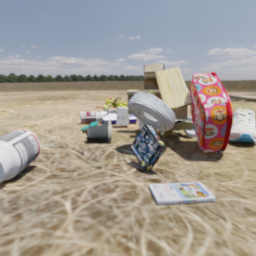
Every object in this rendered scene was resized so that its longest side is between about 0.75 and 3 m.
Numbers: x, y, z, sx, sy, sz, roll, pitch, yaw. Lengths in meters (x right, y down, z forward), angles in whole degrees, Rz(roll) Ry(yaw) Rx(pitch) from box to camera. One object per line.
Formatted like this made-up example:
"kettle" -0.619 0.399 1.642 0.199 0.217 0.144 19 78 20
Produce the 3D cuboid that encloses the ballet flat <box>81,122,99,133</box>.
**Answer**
"ballet flat" -1.738 -0.016 12.915 0.885 0.313 0.313 -24 13 -5

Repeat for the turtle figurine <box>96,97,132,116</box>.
"turtle figurine" -0.504 -1.357 16.337 2.070 0.827 2.567 16 15 24

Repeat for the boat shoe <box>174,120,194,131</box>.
"boat shoe" 2.506 -0.166 12.222 0.468 0.497 1.385 -41 19 -28

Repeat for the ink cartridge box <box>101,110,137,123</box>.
"ink cartridge box" -0.526 -0.591 16.009 1.981 0.434 2.000 -2 18 -9

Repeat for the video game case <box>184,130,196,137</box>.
"video game case" 3.287 0.177 12.864 1.262 0.159 1.762 1 11 5

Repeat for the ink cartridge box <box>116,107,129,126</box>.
"ink cartridge box" -0.272 -0.585 14.402 0.649 0.897 0.661 5 6 -3

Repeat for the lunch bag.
"lunch bag" 2.772 -0.428 9.813 1.076 2.313 2.626 -4 42 4

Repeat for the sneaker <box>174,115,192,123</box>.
"sneaker" 2.659 -0.463 13.892 1.797 0.636 0.656 7 10 22

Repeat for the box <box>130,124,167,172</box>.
"box" 0.538 0.542 7.894 0.256 0.883 1.111 20 23 -33

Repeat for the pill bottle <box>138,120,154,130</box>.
"pill bottle" 0.913 -0.250 13.187 0.874 0.874 1.542 0 10 1

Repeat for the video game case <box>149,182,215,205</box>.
"video game case" 1.155 1.434 6.185 1.238 0.112 0.886 -1 10 -7

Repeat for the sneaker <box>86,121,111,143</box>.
"sneaker" -1.232 0.093 11.673 1.014 0.714 1.908 2 11 -7

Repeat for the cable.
"cable" 0.830 -0.536 9.784 1.776 0.615 1.776 34 -15 -5

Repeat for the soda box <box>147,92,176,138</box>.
"soda box" 1.252 -0.582 12.009 0.656 1.937 0.620 -34 12 0

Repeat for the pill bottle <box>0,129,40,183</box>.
"pill bottle" -3.125 0.731 7.287 1.047 1.047 1.807 1 14 8

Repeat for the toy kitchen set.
"toy kitchen set" 1.153 -1.607 11.886 2.719 2.218 2.453 0 10 12

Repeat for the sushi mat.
"sushi mat" 1.681 -1.528 10.620 0.999 0.126 2.088 -13 51 5

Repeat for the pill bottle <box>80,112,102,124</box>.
"pill bottle" -2.048 -0.576 15.500 1.175 0.671 0.671 -2 11 -12

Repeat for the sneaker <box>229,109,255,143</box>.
"sneaker" 4.678 -0.097 11.513 1.128 1.191 2.948 5 12 17
